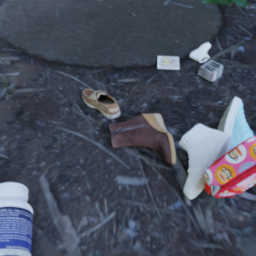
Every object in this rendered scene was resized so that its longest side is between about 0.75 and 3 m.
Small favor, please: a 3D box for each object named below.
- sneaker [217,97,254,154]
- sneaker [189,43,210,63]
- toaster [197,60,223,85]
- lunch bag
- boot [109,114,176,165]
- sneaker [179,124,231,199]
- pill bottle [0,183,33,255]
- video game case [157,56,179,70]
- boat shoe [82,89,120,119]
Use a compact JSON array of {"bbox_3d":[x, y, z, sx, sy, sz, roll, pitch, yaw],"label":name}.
[{"bbox_3d":[4.041,0.135,10.387,1.218,1.098,2.972,23,57,5],"label":"sneaker"},{"bbox_3d":[3.910,-3.786,14.328,1.391,0.513,0.804,-37,58,-18],"label":"sneaker"},{"bbox_3d":[3.896,-2.644,13.169,0.885,0.581,0.979,-35,57,-27],"label":"toaster"},{"bbox_3d":[3.157,1.295,8.150,2.162,2.454,1.005,-40,62,19],"label":"lunch bag"},{"bbox_3d":[0.477,0.528,10.154,2.077,0.903,2.497,-14,45,-4],"label":"boot"},{"bbox_3d":[2.181,1.026,9.254,1.400,0.893,2.423,28,78,33],"label":"sneaker"},{"bbox_3d":[-3.241,2.735,7.454,1.319,1.319,2.375,-7,51,-6],"label":"pill bottle"},{"bbox_3d":[2.010,-3.269,14.062,1.078,0.123,0.981,3,47,3],"label":"video game case"},{"bbox_3d":[-1.134,-1.194,11.618,2.200,0.790,0.833,32,53,33],"label":"boat shoe"}]
